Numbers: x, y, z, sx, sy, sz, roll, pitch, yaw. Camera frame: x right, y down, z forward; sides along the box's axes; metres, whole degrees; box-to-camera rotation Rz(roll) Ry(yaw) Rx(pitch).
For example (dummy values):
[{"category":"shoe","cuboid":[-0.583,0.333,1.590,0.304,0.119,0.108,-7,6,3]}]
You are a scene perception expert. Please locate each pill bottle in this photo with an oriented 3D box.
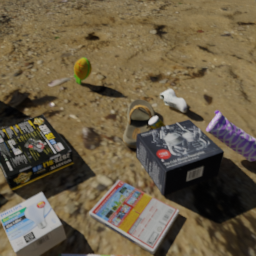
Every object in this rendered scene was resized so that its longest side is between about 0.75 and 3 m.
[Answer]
[{"category":"pill bottle","cuboid":[1.152,-0.036,10.470,0.427,0.757,0.427,-35,23,18]}]

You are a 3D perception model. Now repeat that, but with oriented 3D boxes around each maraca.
[{"category":"maraca","cuboid":[-2.268,-2.760,13.617,0.783,1.463,1.003,-5,66,-39]}]

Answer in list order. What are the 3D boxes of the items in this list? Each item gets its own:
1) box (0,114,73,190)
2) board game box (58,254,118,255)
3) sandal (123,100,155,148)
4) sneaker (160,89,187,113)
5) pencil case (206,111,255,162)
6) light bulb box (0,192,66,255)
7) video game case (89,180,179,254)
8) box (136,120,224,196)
[{"category":"box","cuboid":[-3.428,0.687,9.640,2.127,0.657,2.663,-22,42,-28]},{"category":"board game box","cuboid":[-0.775,3.412,6.320,2.197,0.329,1.050,-1,35,3]},{"category":"sandal","cuboid":[0.424,-0.359,10.900,1.159,0.779,2.886,6,38,8]},{"category":"sneaker","cuboid":[1.942,-1.091,12.094,0.652,0.572,1.627,-19,39,-17]},{"category":"pencil case","cuboid":[3.602,0.293,9.332,1.980,0.831,0.846,34,74,1]},{"category":"light bulb box","cuboid":[-2.403,2.498,7.065,1.194,0.752,1.205,-26,48,-28]},{"category":"video game case","cuboid":[0.170,2.368,7.778,2.049,0.179,1.465,22,43,26]},{"category":"box","cuboid":[1.570,0.865,9.017,2.088,1.087,1.901,-15,38,-20]}]
